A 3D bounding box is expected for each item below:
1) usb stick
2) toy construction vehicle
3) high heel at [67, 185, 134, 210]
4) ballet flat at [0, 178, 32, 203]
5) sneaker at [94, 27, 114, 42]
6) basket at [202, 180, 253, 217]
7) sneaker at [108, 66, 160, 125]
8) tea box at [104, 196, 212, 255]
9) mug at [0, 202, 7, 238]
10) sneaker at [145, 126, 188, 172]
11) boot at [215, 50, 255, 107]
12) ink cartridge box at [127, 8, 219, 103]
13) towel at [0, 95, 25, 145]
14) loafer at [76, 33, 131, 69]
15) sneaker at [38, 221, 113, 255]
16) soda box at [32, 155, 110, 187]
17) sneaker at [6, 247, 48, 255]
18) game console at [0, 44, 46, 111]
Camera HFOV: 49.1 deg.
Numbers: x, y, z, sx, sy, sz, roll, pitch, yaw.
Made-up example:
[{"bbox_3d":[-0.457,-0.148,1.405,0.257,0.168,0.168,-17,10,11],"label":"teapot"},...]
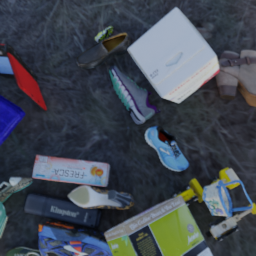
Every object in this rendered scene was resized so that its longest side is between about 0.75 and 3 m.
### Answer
[{"bbox_3d":[-2.357,2.944,10.058,2.823,0.460,0.783,12,74,3],"label":"usb stick"},{"bbox_3d":[3.073,2.736,10.026,2.491,0.877,2.169,-28,64,-11],"label":"toy construction vehicle"},{"bbox_3d":[-0.948,2.607,10.077,2.218,1.581,0.792,-7,63,29],"label":"high heel"},{"bbox_3d":[-4.231,2.142,10.069,1.568,0.532,0.591,-33,108,8],"label":"ballet flat"},{"bbox_3d":[-1.047,-4.094,12.156,0.394,0.389,1.031,31,63,33],"label":"sneaker"},{"bbox_3d":[3.289,2.360,9.341,1.369,0.952,1.207,-24,108,25],"label":"basket"},{"bbox_3d":[0.211,-1.454,11.185,1.136,0.966,2.596,-29,85,-11],"label":"sneaker"},{"bbox_3d":[0.962,3.774,8.761,2.410,1.610,2.371,-15,72,-34],"label":"tea box"},{"bbox_3d":[-5.043,3.400,9.141,1.694,2.740,2.251,18,56,-13],"label":"mug"},{"bbox_3d":[1.472,0.751,10.114,1.995,0.897,0.782,47,57,-2],"label":"sneaker"},{"bbox_3d":[4.976,-2.048,11.253,2.944,1.034,2.152,13,73,5],"label":"boot"},{"bbox_3d":[1.753,-2.375,10.025,2.114,2.910,2.104,-38,79,16],"label":"ink cartridge box"},{"bbox_3d":[-5.291,0.002,9.985,2.031,0.681,2.750,37,96,-30],"label":"towel"},{"bbox_3d":[-1.070,-3.282,11.651,2.519,0.911,0.917,-28,77,-5],"label":"loafer"},{"bbox_3d":[-1.655,4.040,9.528,2.988,1.125,1.172,11,85,9],"label":"sneaker"},{"bbox_3d":[-2.036,1.582,10.213,2.638,0.902,0.839,7,79,2],"label":"soda box"},{"bbox_3d":[-3.523,4.389,9.518,1.444,0.648,0.484,3,78,1],"label":"sneaker"},{"bbox_3d":[-4.340,-1.783,10.329,2.255,2.617,1.553,7,76,4],"label":"game console"}]
